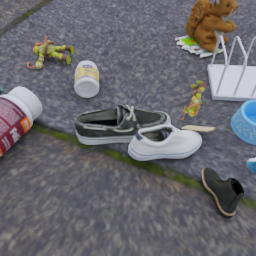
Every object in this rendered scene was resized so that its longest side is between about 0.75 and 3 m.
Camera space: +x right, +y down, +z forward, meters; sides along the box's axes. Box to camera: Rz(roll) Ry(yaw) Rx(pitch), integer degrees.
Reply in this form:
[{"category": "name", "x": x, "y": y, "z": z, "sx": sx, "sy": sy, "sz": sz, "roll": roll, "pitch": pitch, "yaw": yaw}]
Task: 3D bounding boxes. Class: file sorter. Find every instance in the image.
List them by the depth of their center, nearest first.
[{"category": "file sorter", "x": 4.216, "y": -2.058, "z": 9.496, "sx": 2.547, "sy": 1.586, "sz": 1.768, "roll": 3, "pitch": 48, "yaw": 4}]

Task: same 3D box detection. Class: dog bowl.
[{"category": "dog bowl", "x": 4.530, "y": -0.262, "z": 8.522, "sx": 2.614, "sy": 0.648, "sz": 1.457, "roll": -3, "pitch": 48, "yaw": -3}]

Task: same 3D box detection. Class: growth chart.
[{"category": "growth chart", "x": 2.887, "y": -3.424, "z": 11.647, "sx": 1.306, "sy": 0.160, "sz": 1.804, "roll": -23, "pitch": 50, "yaw": -19}]

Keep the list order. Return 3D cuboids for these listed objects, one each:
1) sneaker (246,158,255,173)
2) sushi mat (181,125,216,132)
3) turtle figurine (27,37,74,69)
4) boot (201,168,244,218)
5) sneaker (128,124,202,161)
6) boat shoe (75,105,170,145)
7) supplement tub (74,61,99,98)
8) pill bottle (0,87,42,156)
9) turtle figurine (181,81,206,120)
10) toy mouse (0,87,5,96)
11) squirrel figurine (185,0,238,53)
[{"category": "sneaker", "x": 3.534, "y": 0.938, "z": 7.514, "sx": 1.034, "sy": 0.396, "sz": 0.418, "roll": 6, "pitch": 34, "yaw": -26}, {"category": "sushi mat", "x": 2.086, "y": 0.013, "z": 8.305, "sx": 0.915, "sy": 0.055, "sz": 0.438, "roll": 7, "pitch": 15, "yaw": 41}, {"category": "turtle figurine", "x": -3.015, "y": -3.055, "z": 10.983, "sx": 1.635, "sy": 0.653, "sz": 2.028, "roll": 7, "pitch": 49, "yaw": 6}, {"category": "boot", "x": 2.307, "y": 1.316, "z": 6.777, "sx": 0.539, "sy": 0.962, "sz": 1.391, "roll": -9, "pitch": 46, "yaw": -16}, {"category": "sneaker", "x": 1.157, "y": 0.339, "z": 7.635, "sx": 2.344, "sy": 0.830, "sz": 0.856, "roll": -9, "pitch": 50, "yaw": -29}, {"category": "boat shoe", "x": -0.114, "y": -0.158, "z": 8.249, "sx": 2.867, "sy": 0.913, "sz": 1.014, "roll": -9, "pitch": 49, "yaw": -8}, {"category": "supplement tub", "x": -1.421, "y": -1.697, "z": 9.660, "sx": 0.832, "sy": 0.832, "sz": 1.144, "roll": -4, "pitch": 49, "yaw": -4}, {"category": "pill bottle", "x": -3.583, "y": -0.127, "z": 8.001, "sx": 1.261, "sy": 1.261, "sz": 2.208, "roll": 22, "pitch": 52, "yaw": 18}, {"category": "turtle figurine", "x": 2.021, "y": -0.809, "z": 8.346, "sx": 0.453, "sy": 1.406, "sz": 1.134, "roll": 18, "pitch": 76, "yaw": 1}, {"category": "toy mouse", "x": -4.669, "y": -0.818, "z": 9.193, "sx": 1.729, "sy": 0.376, "sz": 1.946, "roll": 14, "pitch": 50, "yaw": 12}, {"category": "squirrel figurine", "x": 3.302, "y": -4.416, "z": 11.182, "sx": 2.080, "sy": 1.942, "sz": 1.472, "roll": 37, "pitch": 50, "yaw": 26}]
